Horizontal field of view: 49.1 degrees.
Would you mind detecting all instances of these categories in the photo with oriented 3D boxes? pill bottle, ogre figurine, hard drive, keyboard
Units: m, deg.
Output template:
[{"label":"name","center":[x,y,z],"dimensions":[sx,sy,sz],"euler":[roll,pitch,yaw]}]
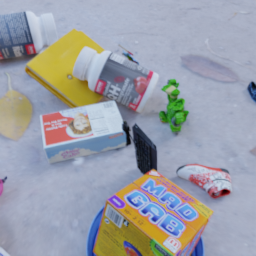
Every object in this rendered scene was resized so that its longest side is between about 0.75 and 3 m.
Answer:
[{"label":"pill bottle","center":[-0.421,-1.629,9.169],"dimensions":[2.557,1.415,1.415],"euler":[24,47,-3]},{"label":"ogre figurine","center":[1.466,-0.574,8.828],"dimensions":[0.925,1.131,1.886],"euler":[-17,46,-11]},{"label":"hard drive","center":[-2.359,-2.583,11.379],"dimensions":[2.837,0.360,1.871],"euler":[7,45,7]},{"label":"keyboard","center":[0.259,0.576,6.901],"dimensions":[0.218,2.112,1.342],"euler":[-32,60,-15]},{"label":"pill bottle","center":[-4.506,-3.926,11.755],"dimensions":[2.881,1.723,1.723],"euler":[-14,47,-13]}]

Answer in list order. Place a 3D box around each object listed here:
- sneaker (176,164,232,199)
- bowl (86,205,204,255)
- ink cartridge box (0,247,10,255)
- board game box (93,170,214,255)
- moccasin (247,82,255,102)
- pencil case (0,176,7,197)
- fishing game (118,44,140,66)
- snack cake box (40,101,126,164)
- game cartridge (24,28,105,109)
[{"label":"sneaker","center":[1.984,1.399,7.305],"dimensions":[1.417,0.473,0.760],"euler":[5,43,2]},{"label":"bowl","center":[0.350,2.571,6.119],"dimensions":[2.505,0.492,2.505],"euler":[0,45,0]},{"label":"ink cartridge box","center":[-3.962,3.158,5.462],"dimensions":[2.696,0.641,2.728],"euler":[26,52,23]},{"label":"board game box","center":[0.459,2.053,5.513],"dimensions":[1.507,1.506,1.506],"euler":[32,33,28]},{"label":"moccasin","center":[4.576,-1.281,10.079],"dimensions":[0.421,0.357,1.046],"euler":[-9,46,-9]},{"label":"pencil case","center":[-4.175,1.295,7.054],"dimensions":[2.073,0.971,0.941],"euler":[15,35,14]},{"label":"fishing game","center":[0.166,-2.408,10.431],"dimensions":[0.265,1.707,1.223],"euler":[-46,58,2]},{"label":"snack cake box","center":[-1.334,0.096,8.348],"dimensions":[2.334,0.784,1.342],"euler":[-12,51,-11]},{"label":"game cartridge","center":[-1.729,-2.076,9.986],"dimensions":[2.532,0.466,2.872],"euler":[39,51,-5]}]
